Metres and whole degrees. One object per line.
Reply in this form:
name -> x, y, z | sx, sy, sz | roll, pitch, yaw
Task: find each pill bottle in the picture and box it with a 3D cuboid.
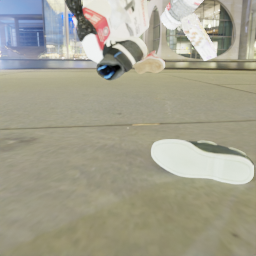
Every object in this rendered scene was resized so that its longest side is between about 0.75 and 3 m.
pill bottle -> 2.052, -4.708, 10.977 | 0.909, 0.909, 1.595 | -13, -18, -41

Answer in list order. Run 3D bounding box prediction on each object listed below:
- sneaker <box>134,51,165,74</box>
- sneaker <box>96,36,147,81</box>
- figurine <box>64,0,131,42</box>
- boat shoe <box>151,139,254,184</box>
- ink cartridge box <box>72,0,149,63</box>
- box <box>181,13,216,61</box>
sneaker -> 0.711, -1.735, 7.268 | 0.661, 0.419, 1.176 | -37, 23, -21
sneaker -> -0.545, -1.992, 8.190 | 1.293, 0.845, 2.312 | -45, 25, -15
figurine -> -0.586, -2.324, 5.256 | 1.170, 1.142, 0.504 | -15, 30, 6
boat shoe -> 1.342, 0.570, 5.180 | 1.804, 0.682, 0.544 | 17, 20, 15
ink cartridge box -> -0.490, -3.833, 10.156 | 1.089, 1.929, 2.628 | 34, 72, 25
box -> 2.424, -2.982, 9.419 | 0.466, 0.499, 2.406 | -17, -19, 27
